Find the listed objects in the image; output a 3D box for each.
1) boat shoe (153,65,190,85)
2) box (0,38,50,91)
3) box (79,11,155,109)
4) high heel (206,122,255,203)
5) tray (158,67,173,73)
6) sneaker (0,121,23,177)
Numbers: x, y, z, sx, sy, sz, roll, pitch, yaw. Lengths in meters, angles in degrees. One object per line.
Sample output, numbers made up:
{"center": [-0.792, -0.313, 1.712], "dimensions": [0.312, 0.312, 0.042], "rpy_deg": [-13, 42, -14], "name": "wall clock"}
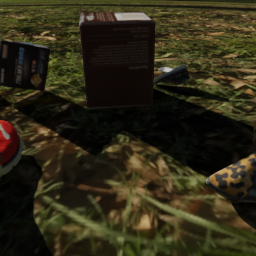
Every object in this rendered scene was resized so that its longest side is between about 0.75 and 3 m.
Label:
{"center": [1.673, -1.882, 10.890], "dimensions": [1.415, 0.642, 0.500], "rpy_deg": [-23, 2, 17], "name": "boat shoe"}
{"center": [-3.709, -2.198, 9.935], "dimensions": [1.605, 1.618, 0.402], "rpy_deg": [4, 26, -27], "name": "box"}
{"center": [-0.399, -2.362, 9.478], "dimensions": [2.224, 2.708, 2.247], "rpy_deg": [-4, 29, -6], "name": "box"}
{"center": [2.529, 0.525, 6.106], "dimensions": [1.831, 0.917, 2.569], "rpy_deg": [8, 39, 2], "name": "high heel"}
{"center": [1.808, -2.523, 12.444], "dimensions": [0.484, 0.100, 0.902], "rpy_deg": [-26, 38, -36], "name": "tray"}
{"center": [-3.087, 0.494, 5.873], "dimensions": [1.144, 1.262, 2.971], "rpy_deg": [-1, 29, -2], "name": "sneaker"}
